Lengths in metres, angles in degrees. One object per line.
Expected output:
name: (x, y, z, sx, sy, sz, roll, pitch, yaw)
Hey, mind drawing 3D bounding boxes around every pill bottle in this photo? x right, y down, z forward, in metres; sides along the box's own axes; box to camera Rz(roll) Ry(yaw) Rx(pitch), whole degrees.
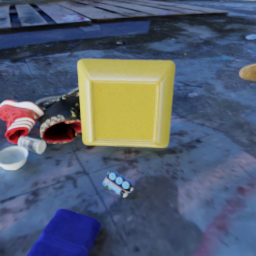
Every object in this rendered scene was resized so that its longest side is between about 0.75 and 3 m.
pill bottle: (-3.145, 0.534, 9.133, 0.801, 0.453, 0.453, 13, 35, 19)

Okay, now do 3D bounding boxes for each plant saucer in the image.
plant saucer: (-0.089, -0.552, 8.509, 2.892, 2.893, 0.701, 1, 26, 2)

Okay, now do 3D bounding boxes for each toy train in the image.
toy train: (-0.269, 1.526, 7.518, 0.820, 0.469, 0.356, 31, 7, 18)

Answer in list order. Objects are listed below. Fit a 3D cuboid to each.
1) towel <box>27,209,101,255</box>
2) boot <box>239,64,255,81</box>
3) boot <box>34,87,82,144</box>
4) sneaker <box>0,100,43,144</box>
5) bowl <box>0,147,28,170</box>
towel: (-1.382, 2.550, 6.062, 1.168, 0.392, 1.581, 15, 34, 10)
boot: (6.784, -2.511, 13.660, 2.546, 0.937, 0.961, 7, 44, 7)
boot: (-1.945, -0.549, 10.247, 2.973, 1.088, 2.238, -13, 33, -13)
sneaker: (-4.159, -0.207, 9.888, 2.371, 0.929, 1.369, -4, 50, 40)
bowl: (-3.472, 0.984, 8.455, 0.911, 0.410, 0.911, 1, 32, -1)
